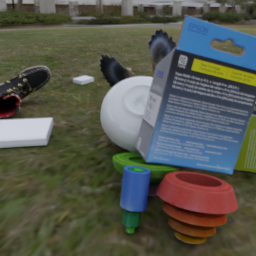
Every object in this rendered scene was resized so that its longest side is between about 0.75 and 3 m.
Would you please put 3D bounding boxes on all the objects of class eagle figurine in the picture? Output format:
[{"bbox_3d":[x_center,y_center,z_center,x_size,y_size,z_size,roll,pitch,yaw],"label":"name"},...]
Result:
[{"bbox_3d":[0.659,-1.075,7.854,2.033,2.679,2.022,-18,-8,-32],"label":"eagle figurine"}]

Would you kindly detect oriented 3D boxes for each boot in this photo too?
[{"bbox_3d":[-4.144,-1.360,10.563,2.670,0.977,2.010,-23,30,-5],"label":"boot"}]

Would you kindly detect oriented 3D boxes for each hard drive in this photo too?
[{"bbox_3d":[-3.583,0.146,8.567,2.335,0.312,1.540,-3,25,-6],"label":"hard drive"}]

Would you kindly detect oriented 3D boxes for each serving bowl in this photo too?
[{"bbox_3d":[0.345,-0.486,6.793,2.101,0.691,2.101,0,60,1],"label":"serving bowl"}]

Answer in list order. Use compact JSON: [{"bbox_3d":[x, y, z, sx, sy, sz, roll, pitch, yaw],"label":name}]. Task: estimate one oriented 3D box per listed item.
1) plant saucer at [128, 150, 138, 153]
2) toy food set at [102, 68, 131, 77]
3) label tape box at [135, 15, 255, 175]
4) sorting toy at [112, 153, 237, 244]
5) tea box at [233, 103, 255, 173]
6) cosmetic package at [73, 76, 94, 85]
[{"bbox_3d":[0.741,0.253,8.187,2.428,0.436,2.428,-1,25,0],"label":"plant saucer"},{"bbox_3d":[-0.601,-3.095,15.448,1.146,0.482,1.597,8,26,16],"label":"toy food set"},{"bbox_3d":[1.468,-0.566,5.655,1.970,2.732,0.865,11,13,-15],"label":"label tape box"},{"bbox_3d":[0.589,1.324,5.347,1.696,1.159,2.822,3,7,-34],"label":"sorting toy"},{"bbox_3d":[3.219,-0.064,7.502,2.295,1.559,2.333,8,26,16],"label":"tea box"},{"bbox_3d":[-2.294,-2.445,14.342,0.649,0.223,0.861,17,29,36],"label":"cosmetic package"}]
